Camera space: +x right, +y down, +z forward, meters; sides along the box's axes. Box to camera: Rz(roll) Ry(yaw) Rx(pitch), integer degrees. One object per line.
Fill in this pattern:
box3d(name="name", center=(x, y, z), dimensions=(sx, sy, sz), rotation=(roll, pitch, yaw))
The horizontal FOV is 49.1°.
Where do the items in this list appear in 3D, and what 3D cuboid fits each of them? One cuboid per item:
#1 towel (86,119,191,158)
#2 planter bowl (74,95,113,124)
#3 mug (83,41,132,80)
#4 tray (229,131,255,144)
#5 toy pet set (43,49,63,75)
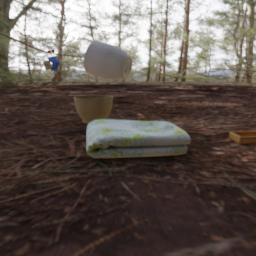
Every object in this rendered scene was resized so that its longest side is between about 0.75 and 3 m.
box3d(name="towel", center=(0.164, 0.215, 7.796), dimensions=(2.633, 0.634, 2.254), rotation=(-2, 11, -8))
box3d(name="planter bowl", center=(-1.380, -0.734, 11.271), dimensions=(1.561, 1.051, 1.561), rotation=(1, 12, 0))
box3d(name="mug", center=(-0.695, -3.030, 12.717), dimensions=(1.828, 1.540, 2.085), rotation=(21, 35, 19))
box3d(name="tray", center=(3.810, 0.286, 8.418), dimensions=(1.325, 0.245, 0.653), rotation=(-2, 13, -8))
box3d(name="toy pet set", center=(-2.697, -2.465, 10.415), dimensions=(0.519, 0.977, 0.912), rotation=(-10, 13, 24))
